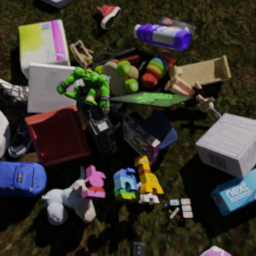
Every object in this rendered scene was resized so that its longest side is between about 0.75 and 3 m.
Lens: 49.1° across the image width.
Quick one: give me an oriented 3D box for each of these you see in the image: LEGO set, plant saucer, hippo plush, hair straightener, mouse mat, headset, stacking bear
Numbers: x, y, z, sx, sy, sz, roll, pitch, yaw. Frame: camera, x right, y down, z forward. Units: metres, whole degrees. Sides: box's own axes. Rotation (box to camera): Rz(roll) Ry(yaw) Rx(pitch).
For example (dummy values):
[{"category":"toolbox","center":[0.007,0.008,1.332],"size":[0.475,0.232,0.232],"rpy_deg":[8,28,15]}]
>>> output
[{"category":"LEGO set","center":[1.630,2.691,9.224],"size":[0.843,0.207,0.630],"rpy_deg":[-4,50,1]},{"category":"plant saucer","center":[-2.443,0.346,9.590],"size":[1.859,0.341,1.855],"rpy_deg":[-15,102,4]},{"category":"hippo plush","center":[-1.948,2.221,8.806],"size":[1.482,1.468,1.843],"rpy_deg":[-14,63,-8]},{"category":"hair straightener","center":[-0.816,-2.907,11.869],"size":[2.663,0.545,1.025],"rpy_deg":[-23,70,-20]},{"category":"mouse mat","center":[0.842,-0.991,9.428],"size":[2.102,0.098,2.612],"rpy_deg":[10,15,28]},{"category":"headset","center":[-0.611,-0.732,10.637],"size":[1.630,1.007,0.766],"rpy_deg":[-18,81,21]},{"category":"stacking bear","center":[1.139,-2.321,11.643],"size":[0.893,0.953,1.570],"rpy_deg":[34,75,10]},{"category":"LEGO set","center":[0.089,1.480,8.437],"size":[1.132,2.969,1.218],"rpy_deg":[-34,54,33]}]

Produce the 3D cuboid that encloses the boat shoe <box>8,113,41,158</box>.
[{"category":"boat shoe","center":[-3.811,0.161,10.365],"size":[0.698,0.659,1.945],"rpy_deg":[24,64,10]}]

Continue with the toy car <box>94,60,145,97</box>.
[{"category":"toy car","center":[-0.116,-2.241,11.268],"size":[1.506,1.446,1.833],"rpy_deg":[-1,33,40]}]

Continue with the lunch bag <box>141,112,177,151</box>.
[{"category":"lunch bag","center":[1.098,0.196,10.133],"size":[0.936,0.911,1.378],"rpy_deg":[-29,83,-7]}]

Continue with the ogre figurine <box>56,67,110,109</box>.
[{"category":"ogre figurine","center":[-1.318,-1.304,8.809],"size":[1.742,0.854,1.044],"rpy_deg":[15,81,29]}]

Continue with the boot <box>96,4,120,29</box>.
[{"category":"boot","center":[-1.206,-5.376,13.456],"size":[1.141,0.573,1.581],"rpy_deg":[21,56,12]}]

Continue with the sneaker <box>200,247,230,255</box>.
[{"category":"sneaker","center":[2.348,4.331,8.204],"size":[0.991,0.630,1.738],"rpy_deg":[30,57,21]}]

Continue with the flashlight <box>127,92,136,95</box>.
[{"category":"flashlight","center":[-0.157,-1.700,11.565],"size":[1.090,0.370,0.369],"rpy_deg":[34,42,18]}]

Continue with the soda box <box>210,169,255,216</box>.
[{"category":"soda box","center":[4.124,1.961,9.313],"size":[2.553,0.819,0.866],"rpy_deg":[-21,64,-10]}]

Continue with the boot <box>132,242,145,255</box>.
[{"category":"boot","center":[0.438,3.942,8.583],"size":[0.645,0.257,0.782],"rpy_deg":[7,57,2]}]

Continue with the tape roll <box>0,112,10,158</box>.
[{"category":"tape roll","center":[-5.908,0.351,10.325],"size":[3.008,0.550,3.008],"rpy_deg":[0,61,0]}]

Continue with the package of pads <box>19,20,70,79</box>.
[{"category":"package of pads","center":[-3.692,-3.430,12.192],"size":[2.006,0.885,2.596],"rpy_deg":[-12,62,-7]}]

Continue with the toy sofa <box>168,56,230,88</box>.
[{"category":"toy sofa","center":[2.895,-2.168,11.598],"size":[2.310,1.127,0.957],"rpy_deg":[-13,87,-7]}]

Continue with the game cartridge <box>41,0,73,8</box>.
[{"category":"game cartridge","center":[-3.354,-7.241,14.512],"size":[1.715,0.521,2.573],"rpy_deg":[28,65,18]}]

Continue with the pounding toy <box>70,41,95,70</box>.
[{"category":"pounding toy","center":[-1.880,-3.307,12.121],"size":[0.903,0.900,1.573],"rpy_deg":[-35,67,-17]}]

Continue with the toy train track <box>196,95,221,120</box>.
[{"category":"toy train track","center":[3.089,-0.648,10.560],"size":[1.447,0.830,0.235],"rpy_deg":[43,55,-7]}]

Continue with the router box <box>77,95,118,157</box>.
[{"category":"router box","center":[-1.030,-0.055,9.722],"size":[0.628,2.021,1.515],"rpy_deg":[-27,66,-11]}]

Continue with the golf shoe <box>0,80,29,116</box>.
[{"category":"golf shoe","center":[-4.408,-1.329,11.214],"size":[2.172,0.844,1.026],"rpy_deg":[38,51,16]}]

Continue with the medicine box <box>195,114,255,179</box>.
[{"category":"medicine box","center":[3.611,0.542,9.577],"size":[1.853,0.954,1.688],"rpy_deg":[-41,34,-20]}]

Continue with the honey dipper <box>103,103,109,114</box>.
[{"category":"honey dipper","center":[-0.871,-1.200,10.276],"size":[0.292,0.292,1.538],"rpy_deg":[-5,56,-2]}]

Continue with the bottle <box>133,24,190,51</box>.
[{"category":"bottle","center":[1.362,-3.899,11.895],"size":[2.404,0.785,1.004],"rpy_deg":[23,39,30]}]

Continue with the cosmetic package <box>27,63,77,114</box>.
[{"category":"cosmetic package","center":[-2.723,-1.398,10.117],"size":[1.656,1.021,1.661],"rpy_deg":[3,105,-16]}]

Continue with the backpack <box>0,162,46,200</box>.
[{"category":"backpack","center":[-3.469,1.718,9.117],"size":[1.479,1.241,1.202],"rpy_deg":[4,79,-11]}]

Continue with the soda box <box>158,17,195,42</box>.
[{"category":"soda box","center":[2.238,-4.585,13.031],"size":[1.630,0.516,0.577],"rpy_deg":[23,64,12]}]

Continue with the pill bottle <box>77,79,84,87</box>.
[{"category":"pill bottle","center":[-2.508,-1.667,11.193],"size":[1.717,0.951,0.951],"rpy_deg":[-9,62,-7]}]

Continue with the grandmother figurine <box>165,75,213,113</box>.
[{"category":"grandmother figurine","center":[2.409,-1.214,10.881],"size":[2.004,1.215,0.607],"rpy_deg":[29,46,-11]}]

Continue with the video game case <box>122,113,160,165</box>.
[{"category":"video game case","center":[0.412,0.421,9.661],"size":[0.301,1.680,1.523],"rpy_deg":[-40,69,-18]}]
